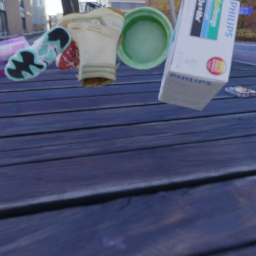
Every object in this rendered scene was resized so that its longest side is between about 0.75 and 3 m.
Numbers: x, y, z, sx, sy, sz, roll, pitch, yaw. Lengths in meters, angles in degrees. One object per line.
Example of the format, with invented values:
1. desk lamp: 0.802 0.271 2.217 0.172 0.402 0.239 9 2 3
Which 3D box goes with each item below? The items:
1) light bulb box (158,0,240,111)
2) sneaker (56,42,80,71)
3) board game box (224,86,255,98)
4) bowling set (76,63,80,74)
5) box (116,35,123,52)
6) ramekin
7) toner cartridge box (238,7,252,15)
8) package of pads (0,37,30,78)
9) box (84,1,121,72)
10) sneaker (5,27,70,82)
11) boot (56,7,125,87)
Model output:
1. light bulb box: 2.027 -2.165 8.549 1.578 2.507 2.529 12 -13 3
2. sneaker: -2.517 -3.071 11.373 1.008 0.955 2.454 -20 40 20
3. board game box: 6.124 -1.974 15.293 0.995 0.254 1.468 -8 23 -17
4. bowling set: -1.898 -2.938 12.602 1.626 0.873 1.132 -20 -4 25
5. box: -0.407 -2.934 10.040 0.098 0.753 0.921 27 10 -4
6. ramekin: 0.657 -3.513 11.335 2.344 2.344 1.145 4 9 9
7. toner cartridge box: 3.847 -4.206 10.043 1.083 0.234 0.514 9 24 18
8. package of pads: -3.250 -1.834 7.509 1.515 0.913 0.573 -13 64 6
9. box: -1.203 -4.188 13.150 2.180 2.704 0.664 30 37 15
10. sneaker: -2.131 -1.622 6.562 1.684 0.654 1.178 -41 19 -18
11. boot: -1.293 -2.237 8.267 2.662 2.069 0.969 4 -2 37
